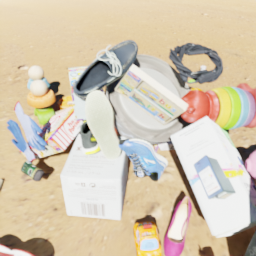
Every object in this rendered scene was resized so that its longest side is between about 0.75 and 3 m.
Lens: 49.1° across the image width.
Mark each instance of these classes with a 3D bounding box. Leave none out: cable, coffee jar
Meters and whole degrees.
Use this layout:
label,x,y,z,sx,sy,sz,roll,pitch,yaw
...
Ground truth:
label,x,y,z,sx,sy,sz,roll,pitch,yaw
cable,2.171,-2.079,8.900,1.952,0.496,1.593,-25,65,-31
coffee jar,-2.922,1.337,8.577,0.751,0.392,0.321,26,1,30

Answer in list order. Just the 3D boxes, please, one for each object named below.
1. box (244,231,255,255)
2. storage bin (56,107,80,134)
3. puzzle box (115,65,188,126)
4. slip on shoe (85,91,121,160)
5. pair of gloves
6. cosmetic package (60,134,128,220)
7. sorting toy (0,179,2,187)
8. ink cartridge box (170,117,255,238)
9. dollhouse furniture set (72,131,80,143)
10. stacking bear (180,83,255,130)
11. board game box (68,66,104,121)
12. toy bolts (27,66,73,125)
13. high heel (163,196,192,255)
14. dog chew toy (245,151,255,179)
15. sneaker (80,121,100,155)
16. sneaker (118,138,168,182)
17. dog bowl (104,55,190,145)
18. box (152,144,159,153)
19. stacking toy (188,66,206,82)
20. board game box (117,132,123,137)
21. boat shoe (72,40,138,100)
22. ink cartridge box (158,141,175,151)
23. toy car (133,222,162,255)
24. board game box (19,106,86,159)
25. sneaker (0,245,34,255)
label,x,y,z,sx,sy,sz,roll,pitch,yaw
box,3.672,2.408,5.659,2.018,2.717,1.689,-25,42,-31
storage bin,-2.007,-0.330,11.288,1.267,0.594,1.258,-26,43,-37
puzzle box,0.580,-0.819,7.487,1.778,1.183,0.226,35,62,-7
slip on shoe,-0.642,-0.083,7.268,0.701,1.892,0.579,-17,25,1
pair of gloves,-3.193,0.215,8.688,0.233,2.046,1.645,-26,79,-41
cosmetic package,-0.863,1.368,8.119,1.580,1.570,1.888,3,33,5
sorting toy,-4.454,1.931,8.613,1.001,0.134,0.746,-4,40,-5
ink cartridge box,2.381,1.269,7.138,1.153,1.915,2.635,-31,60,25
dollhouse furniture set,-1.140,0.133,10.142,1.397,1.284,0.909,11,21,-49
stacking bear,2.549,-0.609,7.964,2.335,1.328,1.418,-1,13,-16
board game box,-1.256,-1.086,8.366,0.882,0.898,1.712,-8,36,-10
toy bolts,-3.421,-1.683,12.277,2.426,1.762,2.540,-22,41,-27
high heel,1.300,2.538,7.164,0.549,0.781,1.629,17,39,22
dog chew toy,3.992,0.925,6.897,2.049,1.276,1.276,-2,35,11
sneaker,-1.014,0.013,8.014,0.642,0.730,1.725,-9,33,1
sneaker,0.388,0.877,7.399,0.692,1.762,0.786,-12,49,46
dog bowl,0.572,-0.797,8.580,2.904,0.852,2.904,9,64,-20
box,0.549,0.385,10.544,1.325,0.379,1.936,12,37,15
stacking toy,3.798,-2.905,15.220,1.624,0.382,1.225,-10,36,-13
board game box,0.271,-0.421,9.704,1.138,1.873,2.350,5,37,8
boat shoe,-0.556,-1.547,7.132,2.109,0.790,0.652,-37,2,-7
ink cartridge box,1.570,0.452,10.122,1.084,0.362,0.628,-1,48,-30
toy car,1.150,2.782,6.866,2.223,0.740,1.091,6,36,10
board game box,-2.395,0.142,9.368,2.412,0.559,1.827,-18,30,46
sneaker,-2.771,3.300,6.371,1.665,0.652,0.962,2,42,24
